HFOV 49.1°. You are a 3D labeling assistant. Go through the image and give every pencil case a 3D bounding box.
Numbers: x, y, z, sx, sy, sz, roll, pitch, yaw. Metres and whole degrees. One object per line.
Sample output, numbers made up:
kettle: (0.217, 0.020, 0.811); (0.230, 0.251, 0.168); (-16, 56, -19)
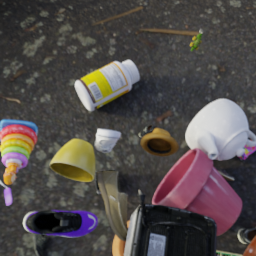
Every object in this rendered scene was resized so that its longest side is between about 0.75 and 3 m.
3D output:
pencil case: (5.289, 0.922, 12.255); (1.203, 0.532, 0.532); (-35, 69, -16)

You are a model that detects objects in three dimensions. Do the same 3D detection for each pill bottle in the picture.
pill bottle: (-0.933, -2.074, 13.151); (2.844, 1.554, 1.554); (-30, 67, -15)

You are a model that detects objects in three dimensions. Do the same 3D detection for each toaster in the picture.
toaster: (1.102, 3.411, 7.863); (2.376, 1.559, 2.628); (13, 64, -5)
toaster: (-0.890, 2.251, 11.544); (0.898, 0.589, 0.993); (-7, 64, -4)

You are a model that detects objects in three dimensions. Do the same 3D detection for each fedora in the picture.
fedora: (1.152, 0.468, 10.129); (1.454, 1.454, 0.593); (8, 53, 4)

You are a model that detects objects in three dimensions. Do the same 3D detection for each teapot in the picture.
teapot: (3.877, 0.337, 11.316); (2.780, 2.744, 2.030); (-39, 58, -5)

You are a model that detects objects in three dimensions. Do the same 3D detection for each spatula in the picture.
spatula: (-3.500, 1.446, 7.697); (0.145, 0.399, 1.411); (-24, 90, -52)

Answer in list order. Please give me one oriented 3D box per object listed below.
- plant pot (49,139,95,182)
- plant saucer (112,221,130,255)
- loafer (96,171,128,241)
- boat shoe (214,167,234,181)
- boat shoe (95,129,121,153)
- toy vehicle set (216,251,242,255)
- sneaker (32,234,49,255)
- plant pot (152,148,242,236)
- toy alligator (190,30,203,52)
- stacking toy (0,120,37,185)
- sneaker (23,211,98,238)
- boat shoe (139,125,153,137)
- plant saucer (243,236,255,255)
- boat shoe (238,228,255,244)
plant pot: (-1.602, 0.945, 8.726); (1.397, 1.397, 0.992); (12, 60, 6)
plant saucer: (0.523, 4.515, 10.518); (2.227, 0.417, 2.227); (0, 64, 0)
loafer: (-0.355, 2.465, 9.163); (0.799, 0.901, 2.370); (-21, 78, 0)
boat shoe: (4.023, 1.933, 11.843); (0.978, 0.352, 0.317); (22, 70, 17)
boat shoe: (-0.710, 0.478, 9.256); (0.775, 2.106, 0.688); (8, 81, -6)
toy vehicle set: (3.619, 5.027, 10.402); (1.203, 0.159, 0.748); (8, 64, 4)
sneaker: (-3.249, 4.430, 10.584); (0.544, 0.363, 0.949); (-21, 60, -3)
plant pot: (2.664, 2.533, 10.442); (2.454, 2.742, 2.742); (38, 69, 1)
toy alligator: (2.527, -3.195, 10.149); (0.323, 0.234, 0.976); (28, 79, -16)
stacking toy: (-3.423, 0.814, 8.491); (1.122, 1.187, 2.045); (7, 45, -17)
sneaker: (-1.803, 2.710, 7.899); (2.134, 1.061, 0.742); (7, 68, -23)
boat shoe: (0.813, 0.126, 12.789); (0.785, 0.265, 0.282); (-37, 71, -15)
plant saucer: (3.921, 3.862, 7.736); (0.476, 2.952, 2.952); (33, 68, 11)
boat shoe: (5.298, 4.091, 10.582); (2.080, 0.703, 0.747); (-1, 62, -2)
